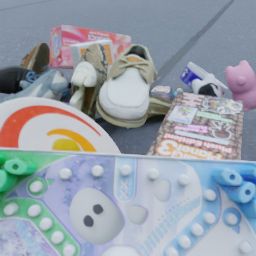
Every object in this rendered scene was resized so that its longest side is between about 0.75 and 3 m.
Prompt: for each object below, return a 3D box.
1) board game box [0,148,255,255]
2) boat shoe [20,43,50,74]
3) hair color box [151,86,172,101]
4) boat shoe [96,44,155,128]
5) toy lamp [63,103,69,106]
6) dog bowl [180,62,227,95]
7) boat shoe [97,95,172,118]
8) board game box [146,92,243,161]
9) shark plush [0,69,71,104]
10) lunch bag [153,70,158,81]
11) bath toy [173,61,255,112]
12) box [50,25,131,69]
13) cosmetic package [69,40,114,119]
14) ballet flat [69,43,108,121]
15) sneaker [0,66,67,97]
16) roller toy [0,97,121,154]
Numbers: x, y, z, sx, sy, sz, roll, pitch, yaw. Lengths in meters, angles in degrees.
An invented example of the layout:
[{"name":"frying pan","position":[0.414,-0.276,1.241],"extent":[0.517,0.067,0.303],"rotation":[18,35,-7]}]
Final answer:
[{"name":"board game box","position":[-0.080,1.569,2.362],"extent":[2.694,2.693,0.348],"rotation":[4,-8,-4]},{"name":"boat shoe","position":[-3.299,-2.298,9.667],"extent":[0.723,0.765,2.126],"rotation":[-8,39,11]},{"name":"hair color box","position":[0.963,-0.981,8.015],"extent":[0.490,0.297,0.980],"rotation":[6,19,12]},{"name":"boat shoe","position":[-0.006,-0.968,5.508],"extent":[1.008,0.923,2.698],"rotation":[11,29,-5]},{"name":"toy lamp","position":[-2.298,-0.118,6.239],"extent":[2.634,0.767,0.767],"rotation":[-13,34,-40]},{"name":"dog bowl","position":[2.134,-1.289,7.954],"extent":[1.295,0.510,1.295],"rotation":[30,21,-13]},{"name":"boat shoe","position":[0.209,-0.447,7.025],"extent":[2.133,0.812,0.764],"rotation":[8,-1,-19]},{"name":"board game box","position":[0.956,0.767,4.196],"extent":[1.074,1.768,2.217],"rotation":[12,35,17]},{"name":"shark plush","position":[-2.551,-0.826,7.169],"extent":[2.317,1.052,0.965],"rotation":[-31,79,-26]},{"name":"lunch bag","position":[0.183,-1.559,8.017],"extent":[1.197,0.981,0.704],"rotation":[-19,69,15]},{"name":"bath toy","position":[2.415,-0.749,6.112],"extent":[2.745,1.193,1.014],"rotation":[-24,62,27]},{"name":"box","position":[-1.107,-2.244,8.258],"extent":[2.174,1.116,1.029],"rotation":[-2,10,-33]},{"name":"cosmetic package","position":[-0.800,-1.224,7.087],"extent":[0.922,1.818,0.648],"rotation":[-18,24,-23]},{"name":"ballet flat","position":[-0.931,-0.692,5.874],"extent":[0.716,2.112,0.795],"rotation":[23,23,19]},{"name":"sneaker","position":[-2.719,-1.237,7.851],"extent":[2.113,0.774,0.865],"rotation":[-6,33,-37]},{"name":"roller toy","position":[-1.103,0.717,3.756],"extent":[2.304,1.610,2.102],"rotation":[21,38,-32]}]
